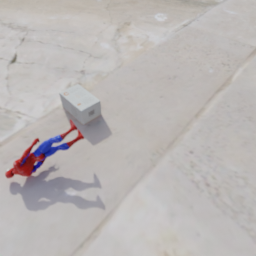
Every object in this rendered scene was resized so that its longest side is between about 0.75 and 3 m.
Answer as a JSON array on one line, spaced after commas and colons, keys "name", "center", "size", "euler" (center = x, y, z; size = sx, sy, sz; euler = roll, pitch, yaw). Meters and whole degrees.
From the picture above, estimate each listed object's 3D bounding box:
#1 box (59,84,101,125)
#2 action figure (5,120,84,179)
[{"name": "box", "center": [-1.647, -0.833, 9.690], "size": [0.811, 0.635, 1.304], "euler": [-33, 54, -28]}, {"name": "action figure", "center": [-2.402, 0.683, 7.846], "size": [2.359, 0.772, 0.610], "euler": [-36, 51, -8]}]
